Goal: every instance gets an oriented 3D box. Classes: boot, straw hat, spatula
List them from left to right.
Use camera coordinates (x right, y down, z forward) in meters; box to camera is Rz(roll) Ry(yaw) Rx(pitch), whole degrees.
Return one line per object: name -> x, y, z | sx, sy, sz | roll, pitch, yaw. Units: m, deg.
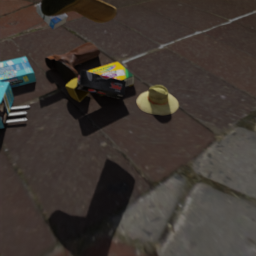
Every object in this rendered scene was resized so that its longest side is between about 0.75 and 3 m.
spatula -> -4.928, -0.450, 11.149 | 1.865, 0.150, 1.297 | -6, 38, -8
boot -> -1.705, -4.135, 9.907 | 1.841, 0.695, 2.102 | -1, 3, 29
boot -> -2.255, -3.334, 13.766 | 2.800, 0.899, 2.610 | -29, 50, -33
straw hat -> 1.252, -1.346, 11.634 | 1.792, 0.759, 1.792 | 0, 44, 0

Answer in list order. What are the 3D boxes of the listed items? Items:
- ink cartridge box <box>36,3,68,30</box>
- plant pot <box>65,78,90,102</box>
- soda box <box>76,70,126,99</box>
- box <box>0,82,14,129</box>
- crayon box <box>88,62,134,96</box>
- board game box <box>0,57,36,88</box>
ink cartridge box -> -3.597, -5.384, 13.193 | 1.183, 0.495, 0.858 | 47, 60, -5
plant pot -> -2.228, -1.685, 11.994 | 0.757, 0.736, 0.740 | 21, 56, 32
soda box -> -1.108, -1.764, 11.535 | 1.936, 0.613, 0.685 | 12, 77, -20
box -> -5.008, -0.922, 10.943 | 0.515, 0.863, 2.096 | -5, 39, -6
crayon box -> -0.859, -2.273, 12.799 | 1.764, 0.514, 1.522 | -23, 47, -23
board game box -> -5.622, -2.490, 13.032 | 2.200, 0.516, 1.661 | -19, 46, -19
